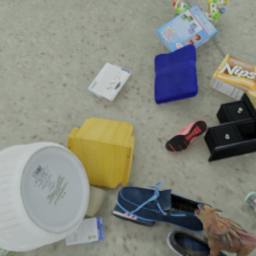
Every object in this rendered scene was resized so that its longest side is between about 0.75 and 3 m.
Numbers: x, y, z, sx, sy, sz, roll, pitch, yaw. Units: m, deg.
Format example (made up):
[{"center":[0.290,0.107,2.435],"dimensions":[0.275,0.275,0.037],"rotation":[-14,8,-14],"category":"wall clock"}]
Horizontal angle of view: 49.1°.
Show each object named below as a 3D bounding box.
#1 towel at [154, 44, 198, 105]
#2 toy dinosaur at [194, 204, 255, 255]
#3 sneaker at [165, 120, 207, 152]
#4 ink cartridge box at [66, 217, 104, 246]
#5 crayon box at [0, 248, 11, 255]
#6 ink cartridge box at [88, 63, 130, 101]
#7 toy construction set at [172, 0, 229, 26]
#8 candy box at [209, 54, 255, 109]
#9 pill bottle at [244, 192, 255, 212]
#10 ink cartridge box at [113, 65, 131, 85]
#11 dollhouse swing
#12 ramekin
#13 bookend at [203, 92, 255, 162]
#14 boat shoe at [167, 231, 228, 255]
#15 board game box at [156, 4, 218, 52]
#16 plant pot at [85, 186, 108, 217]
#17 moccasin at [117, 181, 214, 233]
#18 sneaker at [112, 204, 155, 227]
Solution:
[{"center":[1.909,-2.105,11.213],"dimensions":[1.781,0.597,2.412],"rotation":[-12,57,27],"category":"towel"},{"center":[2.758,2.907,7.357],"dimensions":[2.407,1.631,1.033],"rotation":[13,38,-17],"category":"toy dinosaur"},{"center":[2.065,0.319,10.039],"dimensions":[1.664,0.722,0.613],"rotation":[-34,92,3],"category":"sneaker"},{"center":[-1.317,3.134,8.492],"dimensions":[1.138,0.239,0.679],"rotation":[-8,60,-2],"category":"ink cartridge box"},{"center":[-4.136,2.644,8.437],"dimensions":[2.338,0.790,2.710],"rotation":[37,65,20],"category":"crayon box"},{"center":[-0.731,-1.796,11.189],"dimensions":[1.210,0.304,1.394],"rotation":[29,77,19],"category":"ink cartridge box"},{"center":[3.244,-5.497,13.119],"dimensions":[2.603,1.199,1.707],"rotation":[16,84,18],"category":"toy construction set"},{"center":[4.729,-1.779,11.164],"dimensions":[2.543,0.703,1.468],"rotation":[30,63,17],"category":"candy box"},{"center":[4.077,2.410,8.635],"dimensions":[0.473,0.473,0.836],"rotation":[-29,41,-16],"category":"pill bottle"},{"center":[-0.469,-2.186,11.703],"dimensions":[0.868,0.206,0.878],"rotation":[29,63,16],"category":"ink cartridge box"},{"center":[-0.868,0.776,9.831],"dimensions":[2.095,1.842,1.904],"rotation":[8,101,4],"category":"dollhouse swing"},{"center":[-2.381,1.758,7.591],"dimensions":[1.523,2.901,2.901],"rotation":[-18,52,33],"category":"ramekin"},{"center":[3.570,-0.045,9.993],"dimensions":[2.018,0.935,2.031],"rotation":[-11,59,-6],"category":"bookend"},{"center":[2.190,3.579,7.915],"dimensions":[2.264,0.750,0.792],"rotation":[29,63,16],"category":"boat shoe"},{"center":[2.550,-4.184,12.281],"dimensions":[2.154,0.394,1.629],"rotation":[-33,81,-4],"category":"board game box"},{"center":[-1.136,2.294,8.761],"dimensions":[0.793,0.793,0.847],"rotation":[16,75,9],"category":"plant pot"},{"center":[1.136,2.196,8.437],"dimensions":[2.897,0.988,1.166],"rotation":[13,38,-2],"category":"moccasin"},{"center":[0.219,2.638,8.652],"dimensions":[1.342,0.471,0.550],"rotation":[17,59,6],"category":"sneaker"}]
